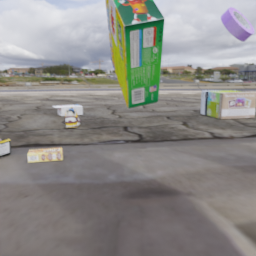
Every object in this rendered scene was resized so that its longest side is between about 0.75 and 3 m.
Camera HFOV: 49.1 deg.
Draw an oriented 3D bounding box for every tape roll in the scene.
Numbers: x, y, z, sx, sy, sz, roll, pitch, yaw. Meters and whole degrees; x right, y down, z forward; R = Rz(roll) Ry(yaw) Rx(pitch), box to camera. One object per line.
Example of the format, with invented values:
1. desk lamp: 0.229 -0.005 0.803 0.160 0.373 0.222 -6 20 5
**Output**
1. tape roll: 4.165 -3.943 10.675 1.347 1.347 0.442 -10 -24 -43

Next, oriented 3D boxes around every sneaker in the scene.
1. sneaker: -2.244 -0.445 11.344 0.594 0.714 1.585 -2 10 -10

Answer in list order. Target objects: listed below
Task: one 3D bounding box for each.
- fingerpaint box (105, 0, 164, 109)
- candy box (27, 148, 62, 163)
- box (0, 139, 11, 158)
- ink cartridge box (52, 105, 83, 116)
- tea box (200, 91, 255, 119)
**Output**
1. fingerpaint box: 0.130 -2.331 7.757 1.012 2.760 2.303 -13 53 -8
2. candy box: -1.959 0.645 6.654 0.782 0.216 0.451 -2 10 -13
3. box: -4.016 0.543 6.629 1.813 0.447 1.447 4 12 19
4. ink cartridge box: -3.165 -0.901 14.570 1.406 0.477 0.809 -5 11 -28
5. tea box: 4.939 -1.199 13.947 1.908 1.275 1.877 -3 11 -16
